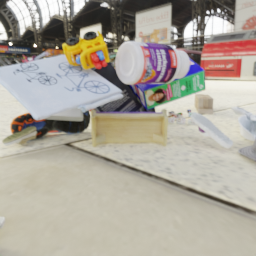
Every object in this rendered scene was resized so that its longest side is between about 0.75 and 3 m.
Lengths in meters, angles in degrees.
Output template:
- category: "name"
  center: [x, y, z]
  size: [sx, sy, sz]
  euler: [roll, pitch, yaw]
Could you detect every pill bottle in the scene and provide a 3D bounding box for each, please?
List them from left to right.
- category: "pill bottle"
  center: [0.710, -1.704, 7.479]
  size: [1.900, 1.059, 1.059]
  euler: [-8, 15, -35]

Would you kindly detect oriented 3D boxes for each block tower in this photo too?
- category: "block tower"
  center: [4.046, -1.339, 15.079]
  size: [0.758, 0.811, 2.805]
  euler: [2, 14, 9]

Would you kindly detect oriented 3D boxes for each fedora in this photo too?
- category: "fedora"
  center: [4.214, 0.203, 6.869]
  size: [2.526, 1.290, 2.857]
  euler: [-3, 13, -16]

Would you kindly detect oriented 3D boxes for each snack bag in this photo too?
- category: "snack bag"
  center: [-1.684, -1.020, 6.605]
  size: [2.265, 0.257, 2.402]
  euler: [37, 42, 28]

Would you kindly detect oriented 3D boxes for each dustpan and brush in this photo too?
- category: "dustpan and brush"
  center: [4.440, -0.212, 9.759]
  size: [2.047, 0.839, 2.933]
  euler: [-3, 10, -12]

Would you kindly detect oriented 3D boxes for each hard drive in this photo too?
- category: "hard drive"
  center: [-2.223, -1.112, 9.396]
  size: [1.297, 0.262, 1.966]
  euler: [3, 55, -20]

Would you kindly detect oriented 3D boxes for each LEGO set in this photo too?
- category: "LEGO set"
  center: [2.328, -0.403, 12.201]
  size: [1.282, 0.421, 1.717]
  euler: [3, 24, 12]

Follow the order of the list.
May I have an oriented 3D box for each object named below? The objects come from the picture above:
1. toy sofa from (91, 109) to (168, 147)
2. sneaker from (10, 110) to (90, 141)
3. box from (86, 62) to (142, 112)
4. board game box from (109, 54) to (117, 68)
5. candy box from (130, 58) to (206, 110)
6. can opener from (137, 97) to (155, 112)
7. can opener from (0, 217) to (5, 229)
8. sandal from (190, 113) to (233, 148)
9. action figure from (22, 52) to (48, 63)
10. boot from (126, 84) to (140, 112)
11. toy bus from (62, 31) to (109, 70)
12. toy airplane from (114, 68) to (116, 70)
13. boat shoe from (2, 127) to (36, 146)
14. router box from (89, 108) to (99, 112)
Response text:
- category: "toy sofa"
  center: [0.024, -0.077, 8.538]
  size: [2.315, 0.959, 1.130]
  euler: [0, 23, -2]
- category: "sneaker"
  center: [-2.657, -0.288, 9.719]
  size: [2.940, 1.108, 1.153]
  euler: [-7, 10, -36]
- category: "box"
  center: [-0.833, -1.382, 8.994]
  size: [1.195, 2.036, 2.002]
  euler: [-39, 36, 1]
- category: "board game box"
  center: [-0.702, -2.655, 11.318]
  size: [1.149, 0.602, 0.135]
  euler: [-19, 62, -21]
- category: "candy box"
  center: [1.177, -1.580, 9.041]
  size: [2.024, 0.780, 1.712]
  euler: [-21, 38, -6]
- category: "can opener"
  center: [0.473, -1.341, 10.067]
  size: [0.559, 2.122, 0.705]
  euler: [-27, -26, 34]
- category: "can opener"
  center: [-2.591, 1.242, 3.911]
  size: [1.856, 0.617, 0.489]
  euler: [-2, 13, 14]
- category: "sandal"
  center: [2.235, 0.110, 7.862]
  size: [0.632, 0.382, 1.554]
  euler: [3, 34, -34]
- category: "action figure"
  center: [-2.826, -1.698, 8.999]
  size: [1.699, 1.265, 1.138]
  euler: [33, -14, 10]
- category: "boot"
  center: [0.491, -1.908, 12.308]
  size: [1.108, 2.438, 2.902]
  euler: [14, -3, 17]
- category: "toy bus"
  center: [-0.962, -1.757, 6.835]
  size: [1.034, 0.702, 0.992]
  euler: [-22, 52, -9]
- category: "toy airplane"
  center: [-0.587, -1.901, 11.836]
  size: [0.831, 1.178, 1.173]
  euler: [-2, 46, 36]
- category: "boat shoe"
  center: [-3.134, 0.323, 8.204]
  size: [0.404, 0.370, 1.081]
  euler: [15, 30, 35]
- category: "router box"
  center: [-1.272, -0.817, 10.193]
  size: [0.192, 0.705, 0.785]
  euler: [-36, 27, 19]
